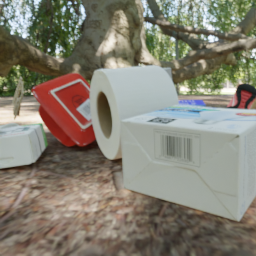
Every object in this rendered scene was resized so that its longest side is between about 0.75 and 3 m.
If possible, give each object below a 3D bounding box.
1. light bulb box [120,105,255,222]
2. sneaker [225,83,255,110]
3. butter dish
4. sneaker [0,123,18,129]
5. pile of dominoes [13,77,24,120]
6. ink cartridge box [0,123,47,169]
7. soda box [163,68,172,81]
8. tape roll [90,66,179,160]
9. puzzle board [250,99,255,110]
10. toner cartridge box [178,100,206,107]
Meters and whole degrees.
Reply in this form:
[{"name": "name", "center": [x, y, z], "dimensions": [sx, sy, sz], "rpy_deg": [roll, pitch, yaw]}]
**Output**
[{"name": "light bulb box", "center": [1.471, 0.435, 5.713], "dimensions": [2.338, 1.472, 2.359], "rpy_deg": [7, 16, 37]}, {"name": "sneaker", "center": [3.925, -0.411, 10.154], "dimensions": [0.962, 1.132, 2.611], "rpy_deg": [28, 60, 20]}, {"name": "butter dish", "center": [-2.063, -0.373, 9.875], "dimensions": [1.846, 2.491, 2.497], "rpy_deg": [-43, -2, 36]}, {"name": "sneaker", "center": [-4.840, 0.305, 10.111], "dimensions": [1.856, 0.667, 0.673], "rpy_deg": [-16, -18, -40]}, {"name": "pile of dominoes", "center": [-3.522, -0.968, 9.140], "dimensions": [0.207, 1.299, 1.013], "rpy_deg": [8, 44, -32]}, {"name": "ink cartridge box", "center": [-3.104, 0.453, 7.680], "dimensions": [1.374, 0.791, 1.883], "rpy_deg": [-9, 10, -6]}, {"name": "soda box", "center": [1.114, -0.795, 10.061], "dimensions": [0.881, 2.581, 0.819], "rpy_deg": [5, 22, 41]}, {"name": "tape roll", "center": [0.080, -0.468, 8.055], "dimensions": [1.742, 2.537, 2.537], "rpy_deg": [-8, 12, -22]}, {"name": "puzzle board", "center": [4.812, -0.570, 10.872], "dimensions": [0.171, 1.485, 1.971], "rpy_deg": [31, -22, 0]}, {"name": "toner cartridge box", "center": [1.526, -0.362, 11.203], "dimensions": [2.923, 1.389, 0.631], "rpy_deg": [-1, 23, 2]}]
